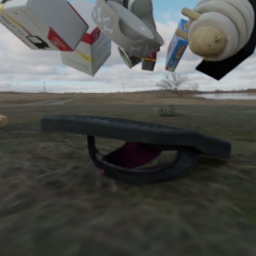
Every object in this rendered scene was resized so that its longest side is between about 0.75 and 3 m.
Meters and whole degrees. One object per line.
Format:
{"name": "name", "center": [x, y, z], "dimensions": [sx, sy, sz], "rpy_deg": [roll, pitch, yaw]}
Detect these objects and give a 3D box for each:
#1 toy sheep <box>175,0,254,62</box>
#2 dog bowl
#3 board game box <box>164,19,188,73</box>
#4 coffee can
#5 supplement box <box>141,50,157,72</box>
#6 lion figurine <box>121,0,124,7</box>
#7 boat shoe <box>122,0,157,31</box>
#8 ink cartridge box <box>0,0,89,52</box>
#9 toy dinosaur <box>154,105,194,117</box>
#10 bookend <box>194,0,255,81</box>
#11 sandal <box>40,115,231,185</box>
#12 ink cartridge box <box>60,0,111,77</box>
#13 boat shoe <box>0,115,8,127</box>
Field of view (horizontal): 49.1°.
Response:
{"name": "toy sheep", "center": [2.215, -2.523, 6.843], "dimensions": [1.678, 1.678, 2.435], "rpy_deg": [7, 47, 48]}
{"name": "dog bowl", "center": [-0.037, -2.628, 7.282], "dimensions": [2.092, 0.613, 2.092], "rpy_deg": [31, 30, -20]}
{"name": "board game box", "center": [1.612, -2.683, 9.175], "dimensions": [0.353, 1.263, 1.236], "rpy_deg": [17, -39, -5]}
{"name": "coffee can", "center": [0.461, -3.407, 12.130], "dimensions": [1.520, 1.113, 1.113], "rpy_deg": [-33, 9, -3]}
{"name": "supplement box", "center": [0.810, -2.830, 10.687], "dimensions": [0.499, 1.166, 0.643], "rpy_deg": [7, -26, -4]}
{"name": "lion figurine", "center": [-0.472, -3.819, 8.116], "dimensions": [1.067, 0.631, 1.742], "rpy_deg": [23, -24, 47]}
{"name": "boat shoe", "center": [0.278, -3.481, 8.987], "dimensions": [1.012, 0.836, 2.703], "rpy_deg": [-25, -18, 2]}
{"name": "ink cartridge box", "center": [-2.449, -2.945, 7.581], "dimensions": [2.264, 0.938, 1.650], "rpy_deg": [15, -18, 42]}
{"name": "toy dinosaur", "center": [2.251, -0.876, 14.944], "dimensions": [2.335, 0.554, 1.029], "rpy_deg": [-3, 21, -25]}
{"name": "bookend", "center": [3.269, -2.909, 8.828], "dimensions": [0.977, 2.121, 2.108], "rpy_deg": [26, -13, -2]}
{"name": "sandal", "center": [0.358, 0.323, 3.377], "dimensions": [2.890, 0.692, 1.086], "rpy_deg": [12, -4, -41]}
{"name": "ink cartridge box", "center": [-1.639, -3.408, 10.751], "dimensions": [1.562, 1.570, 2.160], "rpy_deg": [25, -32, 12]}
{"name": "boat shoe", "center": [-4.056, -0.131, 8.635], "dimensions": [0.353, 0.390, 1.095], "rpy_deg": [9, 16, 15]}
